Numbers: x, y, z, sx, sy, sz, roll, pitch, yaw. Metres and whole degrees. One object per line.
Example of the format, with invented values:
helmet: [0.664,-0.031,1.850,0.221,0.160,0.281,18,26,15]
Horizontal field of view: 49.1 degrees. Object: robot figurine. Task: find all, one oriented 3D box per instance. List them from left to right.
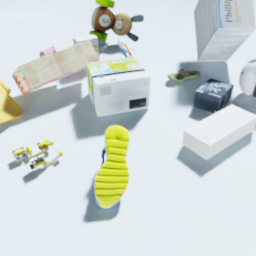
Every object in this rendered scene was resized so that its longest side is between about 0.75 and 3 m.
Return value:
robot figurine: [5.224,-1.703,10.080,2.312,1.737,1.443,19,56,23]

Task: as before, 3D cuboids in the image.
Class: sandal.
sandal: [-0.387,1.013,6.997,0.822,0.900,2.068,15,57,-6]
sandal: [2.314,-2.276,11.686,1.621,0.463,0.644,-16,43,-24]

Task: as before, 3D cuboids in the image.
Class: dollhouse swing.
dollhouse swing: [-4.744,-0.612,9.260,1.583,1.531,1.742,-25,7,28]

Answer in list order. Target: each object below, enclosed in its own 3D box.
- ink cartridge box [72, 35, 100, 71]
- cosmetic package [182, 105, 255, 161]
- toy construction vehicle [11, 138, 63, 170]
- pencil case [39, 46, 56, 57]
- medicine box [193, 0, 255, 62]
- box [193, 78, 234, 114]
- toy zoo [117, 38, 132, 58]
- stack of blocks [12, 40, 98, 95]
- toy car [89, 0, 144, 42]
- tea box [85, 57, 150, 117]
ink cartridge box: [-1.822,-3.304,12.343,0.993,1.346,0.576,-20,39,-23]
cosmetic package: [2.769,0.083,8.398,2.314,0.586,0.955,-24,39,-29]
toy construction vehicle: [-2.491,0.763,7.739,1.114,0.392,0.970,-26,35,-31]
pencil case: [-3.907,-3.661,13.629,0.392,0.410,0.947,1,31,28]
medicine box: [3.993,-4.671,12.070,1.510,2.934,2.672,0,79,-3]
box: [3.046,-1.145,9.995,0.939,0.677,1.265,24,43,28]
toy zoo: [-0.098,-3.373,12.316,0.136,1.326,0.870,-28,-6,20]
stack of blocks: [-2.750,-2.269,10.583,2.847,0.834,1.639,-31,12,-28]
toy car: [-0.513,-5.392,14.536,2.508,2.060,1.979,19,22,7]
tea box: [-0.399,-1.526,9.998,1.899,1.269,1.868,-11,37,-15]
